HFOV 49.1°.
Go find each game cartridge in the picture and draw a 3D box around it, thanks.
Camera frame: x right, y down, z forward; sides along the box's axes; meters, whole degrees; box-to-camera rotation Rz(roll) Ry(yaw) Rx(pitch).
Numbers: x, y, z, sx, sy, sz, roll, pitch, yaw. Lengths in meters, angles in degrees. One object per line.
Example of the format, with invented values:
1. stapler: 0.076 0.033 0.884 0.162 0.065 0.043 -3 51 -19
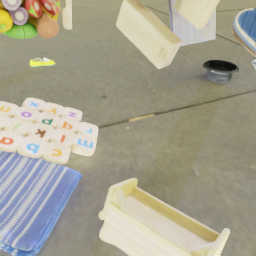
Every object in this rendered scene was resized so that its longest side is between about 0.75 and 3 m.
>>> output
1. game cartridge: 2.081 -3.952 9.117 1.500 2.314 0.444 -13 24 -7

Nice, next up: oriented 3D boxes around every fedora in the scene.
1. fedora: 3.543 -2.145 10.831 1.355 0.619 1.355 0 35 0

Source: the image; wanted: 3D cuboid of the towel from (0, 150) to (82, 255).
1. towel: -2.615 1.158 5.693 2.836 0.338 2.053 21 45 6

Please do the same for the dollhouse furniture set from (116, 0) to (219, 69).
1. dollhouse furniture set: 1.743 -3.741 8.487 2.426 2.977 2.831 -28 68 -34

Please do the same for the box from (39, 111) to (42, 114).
1. box: -2.835 -0.076 8.043 0.876 0.456 0.797 -5 37 -7

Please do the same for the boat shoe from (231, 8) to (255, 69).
1. boat shoe: 2.950 -1.405 5.564 2.393 0.866 0.864 31 78 -8

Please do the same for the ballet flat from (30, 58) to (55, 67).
1. ballet flat: -3.706 -2.859 12.083 1.027 0.344 0.343 -7 36 -10

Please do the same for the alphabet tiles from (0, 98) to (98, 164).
1. alphabet tiles: -2.212 -0.008 7.379 2.826 0.206 2.764 15 27 -9

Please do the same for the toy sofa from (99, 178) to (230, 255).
1. toy sofa: 0.569 1.888 5.067 2.178 1.063 0.902 24 17 30

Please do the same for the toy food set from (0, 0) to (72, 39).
1. toy food set: -1.905 -2.234 5.609 1.864 1.097 0.609 -13 56 -26
